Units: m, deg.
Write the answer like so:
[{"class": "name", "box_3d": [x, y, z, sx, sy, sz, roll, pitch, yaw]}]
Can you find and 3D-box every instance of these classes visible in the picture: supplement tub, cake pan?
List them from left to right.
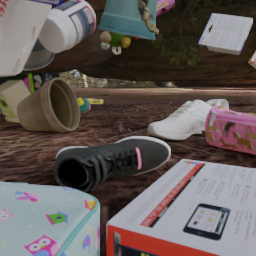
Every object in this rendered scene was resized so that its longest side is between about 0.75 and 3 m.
[{"class": "cake pan", "box_3d": [-3.478, -2.901, 8.269, 2.852, 2.852, 0.523, -10, -29, -43]}, {"class": "supplement tub", "box_3d": [-1.547, -2.598, 7.118, 0.989, 0.989, 1.410, 6, 39, 30]}]

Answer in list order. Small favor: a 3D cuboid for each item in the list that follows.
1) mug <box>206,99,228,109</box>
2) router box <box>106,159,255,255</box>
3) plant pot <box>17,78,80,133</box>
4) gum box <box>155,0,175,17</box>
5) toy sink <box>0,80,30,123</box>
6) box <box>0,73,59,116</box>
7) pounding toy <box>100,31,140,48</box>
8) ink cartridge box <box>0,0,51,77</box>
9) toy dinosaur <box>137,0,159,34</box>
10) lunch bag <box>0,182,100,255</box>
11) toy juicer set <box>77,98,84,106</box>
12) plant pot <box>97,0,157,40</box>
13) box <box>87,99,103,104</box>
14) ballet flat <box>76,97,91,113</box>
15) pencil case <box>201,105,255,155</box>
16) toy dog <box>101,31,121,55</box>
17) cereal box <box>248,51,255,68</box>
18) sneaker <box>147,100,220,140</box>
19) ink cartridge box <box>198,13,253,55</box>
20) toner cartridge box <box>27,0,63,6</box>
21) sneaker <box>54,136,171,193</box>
[{"class": "mug", "box_3d": [3.161, -0.715, 10.388, 0.856, 0.632, 0.750, -29, 23, -35]}, {"class": "router box", "box_3d": [0.936, 0.772, 2.318, 1.578, 0.429, 1.758, 5, 11, 28]}, {"class": "plant pot", "box_3d": [-2.150, -0.477, 7.354, 1.227, 1.414, 1.414, -13, 5, 19]}, {"class": "gum box", "box_3d": [0.886, -4.226, 9.534, 1.250, 0.709, 0.413, -23, -5, 15]}, {"class": "toy sink", "box_3d": [-3.586, -0.702, 9.064, 0.966, 1.482, 0.830, 9, 43, 43]}, {"class": "box", "box_3d": [-3.697, -1.280, 10.589, 1.999, 1.485, 1.243, -2, 10, 15]}, {"class": "pounding toy", "box_3d": [-0.121, -3.096, 9.274, 0.721, 1.199, 1.553, 41, 21, 17]}, {"class": "ink cartridge box", "box_3d": [-3.180, -2.517, 5.655, 2.610, 1.912, 1.080, 34, 19, 3]}, {"class": "toy dinosaur", "box_3d": [0.226, -1.923, 4.302, 0.243, 1.024, 0.451, -18, 14, 5]}, {"class": "lunch bag", "box_3d": [-0.958, 0.806, 1.820, 1.405, 0.542, 1.127, 2, 14, 13]}, {"class": "toy juicer set", "box_3d": [-2.363, -0.622, 10.554, 1.418, 0.386, 0.902, -23, 16, 12]}, {"class": "plant pot", "box_3d": [0.103, -3.245, 7.283, 1.595, 1.562, 1.595, 10, 21, -4]}, {"class": "box", "box_3d": [-1.900, -1.474, 15.616, 0.976, 0.245, 0.367, 3, 10, 19]}, {"class": "ballet flat", "box_3d": [-2.217, -0.957, 11.878, 1.920, 0.664, 0.683, 5, -8, 30]}, {"class": "pencil case", "box_3d": [2.310, 0.098, 4.983, 0.892, 0.854, 2.063, -9, 15, -31]}, {"class": "toy dog", "box_3d": [-0.506, -3.668, 10.823, 0.960, 1.455, 0.701, 15, -21, -29]}, {"class": "cereal box", "box_3d": [4.591, -2.167, 9.312, 1.001, 0.720, 0.198, 36, -13, -3]}, {"class": "sneaker", "box_3d": [1.385, -0.221, 6.715, 2.235, 0.896, 0.786, -8, 14, -32]}, {"class": "ink cartridge box", "box_3d": [3.304, -3.207, 9.527, 1.401, 1.376, 0.303, 20, -15, 27]}, {"class": "toner cartridge box", "box_3d": [-1.594, -2.766, 3.851, 1.028, 2.163, 0.467, -6, -20, -39]}, {"class": "sneaker", "box_3d": [-0.207, 0.500, 3.656, 1.626, 0.575, 0.806, -5, 12, 0]}]
